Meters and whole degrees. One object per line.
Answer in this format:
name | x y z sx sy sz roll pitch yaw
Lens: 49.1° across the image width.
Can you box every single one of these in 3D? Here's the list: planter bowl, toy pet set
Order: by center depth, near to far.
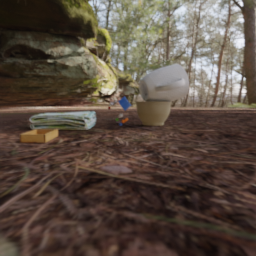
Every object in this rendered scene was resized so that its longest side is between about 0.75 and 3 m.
toy pet set | -0.313 -0.742 11.282 0.912 0.977 0.519 -38 -12 8
planter bowl | 1.114 -0.637 12.361 1.561 1.051 1.561 0 6 0

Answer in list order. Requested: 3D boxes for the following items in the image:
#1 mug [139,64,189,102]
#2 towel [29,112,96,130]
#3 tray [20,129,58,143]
mug | 1.572 -1.816 12.041 1.828 1.540 2.085 -18 12 -19
towel | -2.538 -0.331 11.418 2.254 0.634 2.633 1 5 -1
tray | -2.429 0.217 7.760 0.653 0.245 1.325 0 5 -1
